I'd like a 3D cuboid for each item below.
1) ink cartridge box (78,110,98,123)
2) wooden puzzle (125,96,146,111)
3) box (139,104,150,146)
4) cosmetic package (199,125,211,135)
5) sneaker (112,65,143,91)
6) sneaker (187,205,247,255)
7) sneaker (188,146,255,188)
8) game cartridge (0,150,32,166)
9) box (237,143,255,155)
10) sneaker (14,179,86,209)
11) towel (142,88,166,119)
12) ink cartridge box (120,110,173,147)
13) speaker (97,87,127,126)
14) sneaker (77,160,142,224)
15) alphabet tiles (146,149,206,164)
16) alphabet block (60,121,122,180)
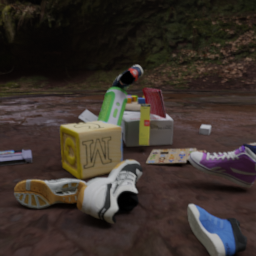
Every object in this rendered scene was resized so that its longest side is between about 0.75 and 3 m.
[{"bbox_3d":[-1.585,-0.073,12.403,0.931,1.289,0.545,34,68,21],"label":"ink cartridge box"},{"bbox_3d":[0.456,-1.339,14.188,2.044,0.511,2.207,6,17,15],"label":"wooden puzzle"},{"bbox_3d":[0.674,-0.113,11.421,0.415,1.654,0.623,3,-3,5],"label":"box"},{"bbox_3d":[4.047,0.105,14.690,0.497,0.358,0.881,6,12,18],"label":"cosmetic package"},{"bbox_3d":[-0.209,-1.876,11.422,1.807,0.678,0.764,-38,4,43],"label":"sneaker"},{"bbox_3d":[1.716,1.911,5.410,0.759,0.524,1.364,-8,17,-11],"label":"sneaker"},{"bbox_3d":[2.652,0.811,7.630,1.846,1.052,0.669,18,32,9],"label":"sneaker"},{"bbox_3d":[-4.361,1.089,10.145,1.635,0.314,1.060,-4,17,-20],"label":"game cartridge"},{"bbox_3d":[5.615,0.943,10.398,1.753,0.469,2.895,-4,11,-18],"label":"box"},{"bbox_3d":[-1.870,1.621,7.018,1.809,0.684,0.793,1,-6,0],"label":"sneaker"},{"bbox_3d":[1.100,-1.076,11.980,0.192,1.232,1.704,-19,16,-14],"label":"towel"},{"bbox_3d":[0.704,-0.162,13.372,2.140,1.228,2.947,-2,17,-8],"label":"ink cartridge box"},{"bbox_3d":[-0.680,-0.486,11.180,1.032,1.032,2.333,3,56,16],"label":"speaker"},{"bbox_3d":[-0.130,1.569,6.816,1.068,0.921,2.436,22,24,24],"label":"sneaker"},{"bbox_3d":[1.818,1.035,10.383,2.088,0.079,1.745,-3,10,14],"label":"alphabet tiles"},{"bbox_3d":[-1.209,0.660,9.144,1.539,1.511,1.503,-8,13,-35],"label":"alphabet block"}]
